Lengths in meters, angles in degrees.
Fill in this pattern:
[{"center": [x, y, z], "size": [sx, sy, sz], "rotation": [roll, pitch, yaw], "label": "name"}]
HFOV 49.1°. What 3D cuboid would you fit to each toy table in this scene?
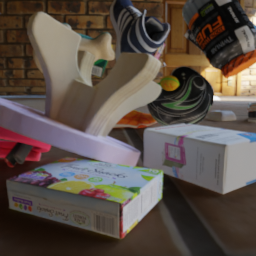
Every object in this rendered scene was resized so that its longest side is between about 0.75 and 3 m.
[{"center": [-0.692, -0.500, 4.660], "size": [2.581, 1.644, 2.808], "rotation": [23, 0, 41], "label": "toy table"}]

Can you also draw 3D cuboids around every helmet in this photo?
[{"center": [1.672, -0.860, 9.333], "size": [1.999, 1.906, 1.999], "rotation": [38, -9, 7], "label": "helmet"}]

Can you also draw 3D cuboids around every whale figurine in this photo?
[{"center": [-1.532, -2.236, 7.950], "size": [2.240, 1.782, 1.162], "rotation": [-12, 49, 4], "label": "whale figurine"}]

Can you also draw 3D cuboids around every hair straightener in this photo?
[{"center": [-1.814, 0.208, 5.480], "size": [0.533, 0.284, 1.386], "rotation": [-17, 26, 26], "label": "hair straightener"}]

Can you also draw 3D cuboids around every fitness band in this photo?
[{"center": [-2.337, 0.221, 5.148], "size": [1.864, 0.349, 1.339], "rotation": [2, -24, 14], "label": "fitness band"}]

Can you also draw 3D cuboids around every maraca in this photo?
[{"center": [1.156, -1.279, 8.162], "size": [0.534, 0.417, 0.780], "rotation": [25, -16, -20], "label": "maraca"}]

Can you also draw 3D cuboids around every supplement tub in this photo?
[{"center": [2.865, -2.908, 8.480], "size": [1.567, 2.558, 1.567], "rotation": [-26, -10, -5], "label": "supplement tub"}]

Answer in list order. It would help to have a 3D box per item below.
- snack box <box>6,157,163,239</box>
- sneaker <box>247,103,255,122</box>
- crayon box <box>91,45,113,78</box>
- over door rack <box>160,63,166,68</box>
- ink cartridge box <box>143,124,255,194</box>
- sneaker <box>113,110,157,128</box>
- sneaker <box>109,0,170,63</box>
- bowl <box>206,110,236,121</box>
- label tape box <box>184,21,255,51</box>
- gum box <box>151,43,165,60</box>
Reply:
[{"center": [-0.497, 0.753, 3.458], "size": [1.575, 0.417, 1.120], "rotation": [4, 9, 27], "label": "snack box"}, {"center": [5.680, -0.724, 12.318], "size": [0.799, 0.809, 2.037], "rotation": [2, 7, 24], "label": "sneaker"}, {"center": [-1.533, -2.572, 9.711], "size": [1.701, 0.496, 1.468], "rotation": [17, 48, -4], "label": "crayon box"}, {"center": [0.642, -2.963, 11.618], "size": [0.566, 1.700, 1.256], "rotation": [-31, 9, 45], "label": "over door rack"}, {"center": [1.252, 0.405, 4.748], "size": [1.246, 0.730, 1.724], "rotation": [-6, 12, -36], "label": "ink cartridge box"}, {"center": [0.087, -0.424, 10.091], "size": [2.216, 0.855, 0.809], "rotation": [0, 7, -12], "label": "sneaker"}, {"center": [0.220, -2.351, 6.184], "size": [0.778, 2.221, 1.205], "rotation": [12, -31, -32], "label": "sneaker"}, {"center": [4.172, -0.563, 12.593], "size": [1.055, 0.394, 1.053], "rotation": [-6, 10, -28], "label": "bowl"}, {"center": [3.640, -3.374, 10.349], "size": [2.495, 1.799, 0.790], "rotation": [40, 31, -1], "label": "label tape box"}, {"center": [1.066, -2.933, 10.719], "size": [0.264, 0.799, 0.453], "rotation": [30, 8, 22], "label": "gum box"}]
